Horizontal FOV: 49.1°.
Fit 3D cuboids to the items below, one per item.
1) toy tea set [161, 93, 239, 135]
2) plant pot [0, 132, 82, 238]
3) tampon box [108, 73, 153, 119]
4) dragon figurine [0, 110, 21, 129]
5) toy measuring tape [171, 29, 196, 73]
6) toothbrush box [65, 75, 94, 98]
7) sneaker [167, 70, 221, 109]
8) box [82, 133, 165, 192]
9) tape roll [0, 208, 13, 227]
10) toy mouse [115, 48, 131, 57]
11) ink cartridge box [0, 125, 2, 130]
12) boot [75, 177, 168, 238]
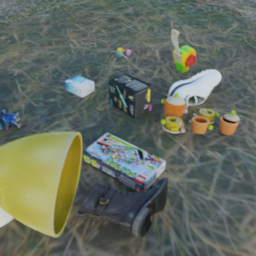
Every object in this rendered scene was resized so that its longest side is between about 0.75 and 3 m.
[{"bbox_3d":[2.402,-0.518,9.571,2.687,0.994,1.598,3,28,-5],"label":"toy tea set"},{"bbox_3d":[-2.130,1.107,6.379,1.662,2.341,2.341,10,39,1],"label":"plant pot"},{"bbox_3d":[0.091,-1.233,10.645,0.925,1.098,1.465,-31,47,-33],"label":"tampon box"},{"bbox_3d":[-4.200,-0.221,9.919,0.696,0.412,1.399,-15,40,-19],"label":"dragon figurine"},{"bbox_3d":[2.447,-3.451,12.258,1.010,2.747,1.010,-8,61,14],"label":"toy measuring tape"},{"bbox_3d":[-2.054,-1.767,11.872,1.030,0.439,0.754,28,46,29],"label":"toothbrush box"},{"bbox_3d":[2.863,-1.487,11.244,2.650,1.012,1.067,-27,54,-22],"label":"sneaker"},{"bbox_3d":[-0.148,0.996,8.371,2.214,0.384,1.218,24,44,27],"label":"box"},{"bbox_3d":[-3.659,1.723,7.238,1.878,0.657,1.878,0,39,0],"label":"tape roll"},{"bbox_3d":[-0.240,-3.995,14.886,1.165,0.226,1.036,-9,39,-11],"label":"toy mouse"},{"bbox_3d":[-5.504,-0.566,8.772,1.700,2.350,1.730,13,40,16],"label":"ink cartridge box"},{"bbox_3d":[-0.085,1.751,7.195,1.855,0.738,2.131,12,31,29],"label":"boot"}]
